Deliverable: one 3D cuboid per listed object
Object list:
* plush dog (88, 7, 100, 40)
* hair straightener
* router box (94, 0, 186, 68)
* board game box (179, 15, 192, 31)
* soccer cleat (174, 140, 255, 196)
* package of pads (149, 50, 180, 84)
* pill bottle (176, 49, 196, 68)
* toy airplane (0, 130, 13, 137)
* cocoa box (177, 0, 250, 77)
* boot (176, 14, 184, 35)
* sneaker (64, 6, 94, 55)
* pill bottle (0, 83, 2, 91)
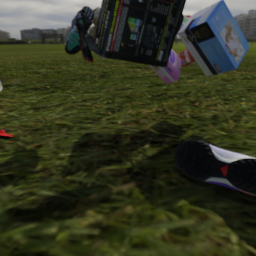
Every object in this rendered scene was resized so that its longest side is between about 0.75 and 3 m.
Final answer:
[{"bbox_3d":[-0.956,-3.453,10.157,1.297,1.389,1.617,36,21,-12],"label":"plush dog"},{"bbox_3d":[-0.788,-1.922,5.535,0.270,0.508,1.320,12,48,-35],"label":"hair straightener"},{"bbox_3d":[0.275,-2.365,5.662,1.559,2.081,0.646,3,25,-28],"label":"router box"},{"bbox_3d":[2.064,-4.486,12.204,2.725,0.408,1.302,-4,44,0],"label":"board game box"},{"bbox_3d":[2.165,0.904,6.170,0.965,0.899,2.636,21,-6,-39],"label":"soccer cleat"},{"bbox_3d":[1.178,-2.690,10.437,0.742,1.961,1.182,-26,38,34],"label":"package of pads"},{"bbox_3d":[2.684,-3.040,11.812,1.196,0.671,0.671,-19,8,31],"label":"pill bottle"},{"bbox_3d":[-4.202,0.217,8.869,0.978,0.180,0.978,-1,18,0],"label":"toy airplane"},{"bbox_3d":[3.080,-3.124,10.008,1.359,2.071,1.381,-4,44,55],"label":"cocoa box"},{"bbox_3d":[1.200,-3.972,11.429,1.496,2.001,0.753,10,57,-23],"label":"boot"},{"bbox_3d":[-1.645,-3.082,9.016,0.609,1.636,0.716,29,-7,-37],"label":"sneaker"},{"bbox_3d":[-2.969,-1.228,5.508,0.686,1.146,0.686,0,31,0],"label":"pill bottle"}]
